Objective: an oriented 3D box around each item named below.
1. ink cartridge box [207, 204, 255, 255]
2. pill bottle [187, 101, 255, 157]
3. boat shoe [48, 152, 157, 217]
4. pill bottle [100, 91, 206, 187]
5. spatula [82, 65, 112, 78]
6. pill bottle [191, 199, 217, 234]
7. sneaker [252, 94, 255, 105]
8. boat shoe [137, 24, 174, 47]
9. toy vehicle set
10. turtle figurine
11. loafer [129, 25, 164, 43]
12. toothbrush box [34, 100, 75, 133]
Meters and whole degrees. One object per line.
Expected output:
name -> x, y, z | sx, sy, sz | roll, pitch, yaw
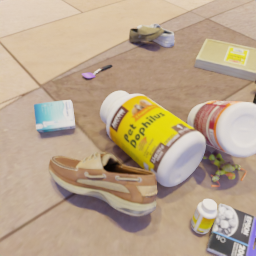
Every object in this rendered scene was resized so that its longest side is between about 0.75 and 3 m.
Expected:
ink cartridge box -> 2.283, 2.247, 5.840 | 1.021, 0.222, 1.011 | 18, 65, 15
pill bottle -> 2.315, -0.072, 6.935 | 1.200, 1.200, 2.190 | -8, 8, -7
boat shoe -> -0.581, 1.017, 6.366 | 2.785, 1.000, 1.054 | 15, 13, 22
pill bottle -> 0.482, 0.112, 7.149 | 1.497, 1.497, 2.741 | -30, 49, -26
spatula -> -1.085, -2.099, 10.317 | 1.281, 0.132, 0.362 | -31, 55, -27
pill bottle -> 1.620, 1.860, 5.929 | 0.412, 0.754, 0.412 | 6, 35, -4
sneaker -> 4.172, -0.552, 7.793 | 0.695, 1.042, 1.819 | -14, 29, -11
boat shoe -> 1.175, -4.095, 11.892 | 1.964, 0.642, 0.723 | 31, 53, 26
toy vehicle set -> 4.074, -2.583, 10.617 | 2.719, 0.360, 1.689 | 19, 49, 17
turtle figurine -> 2.359, 0.989, 7.093 | 1.209, 0.389, 0.975 | -17, 47, -24
loafer -> 0.675, -3.857, 11.374 | 1.634, 0.551, 0.621 | 0, 39, 34
toothbrush box -> -2.117, -0.335, 8.132 | 1.065, 0.454, 0.780 | -9, 82, -6
